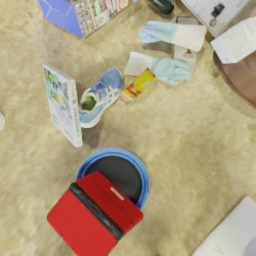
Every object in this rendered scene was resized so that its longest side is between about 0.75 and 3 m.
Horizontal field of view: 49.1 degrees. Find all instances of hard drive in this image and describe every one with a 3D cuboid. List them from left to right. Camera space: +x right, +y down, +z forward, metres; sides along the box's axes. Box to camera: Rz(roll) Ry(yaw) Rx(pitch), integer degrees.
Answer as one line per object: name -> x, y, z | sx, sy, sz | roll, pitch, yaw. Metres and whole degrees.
hard drive -> 2.697, 2.894, 6.707 | 2.111, 0.282, 1.393 | -43, 73, -7

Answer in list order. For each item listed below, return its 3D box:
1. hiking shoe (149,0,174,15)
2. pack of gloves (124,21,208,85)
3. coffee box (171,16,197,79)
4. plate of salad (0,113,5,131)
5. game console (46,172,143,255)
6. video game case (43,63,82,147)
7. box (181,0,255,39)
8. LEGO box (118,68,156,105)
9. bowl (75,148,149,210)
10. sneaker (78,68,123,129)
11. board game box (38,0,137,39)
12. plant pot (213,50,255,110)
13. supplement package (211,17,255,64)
hiking shoe -> 0.973, -5.100, 9.617 | 1.143, 0.981, 2.637 | -37, 68, 27
pack of gloves -> 0.958, -2.309, 8.227 | 2.196, 0.433, 1.845 | 19, 88, 32
coffee box -> 1.740, -2.509, 8.771 | 0.666, 0.955, 1.671 | 6, 66, 3
plate of salad -> -3.960, -0.196, 8.060 | 0.761, 0.183, 0.761 | 19, 59, -35
game console -> -0.779, 2.123, 6.731 | 1.725, 1.024, 1.486 | 40, 31, 21
video game case -> -1.703, -0.635, 7.198 | 0.207, 1.711, 1.877 | -17, 30, -27
box -> 2.686, -4.181, 8.870 | 0.764, 1.482, 2.540 | -6, 55, -48
LEGO box -> 0.266, -1.211, 8.170 | 0.381, 0.735, 0.987 | 45, 55, -6
bowl -> -0.406, 1.483, 7.294 | 1.910, 0.375, 1.910 | 1, 73, -5
sneaker -> -0.793, -0.959, 8.191 | 0.799, 0.813, 2.112 | 25, 69, 11
board game box -> -1.312, -4.370, 9.039 | 2.051, 1.246, 2.573 | 33, 65, 27
plant pot -> 4.087, -2.099, 7.157 | 2.649, 2.623, 2.649 | 17, 50, -22
supplement package -> 2.487, -1.945, 6.329 | 0.835, 0.799, 0.614 | -34, 101, 6
